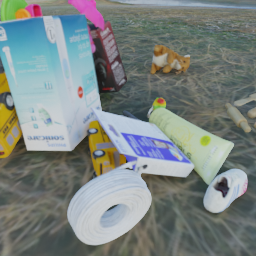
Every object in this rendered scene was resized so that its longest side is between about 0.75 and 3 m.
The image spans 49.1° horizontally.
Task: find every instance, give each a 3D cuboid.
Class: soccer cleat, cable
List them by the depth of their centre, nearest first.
[{"bbox_3d":[-0.255,1.230,4.299,1.299,1.299,0.450,-20,42,-20],"label":"cable"},{"bbox_3d":[1.929,1.063,5.310,0.501,0.619,1.434,24,37,34],"label":"soccer cleat"}]

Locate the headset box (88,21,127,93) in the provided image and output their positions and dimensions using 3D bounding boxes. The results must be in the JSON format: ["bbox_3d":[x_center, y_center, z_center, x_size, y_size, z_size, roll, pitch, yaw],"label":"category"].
[{"bbox_3d":[-1.265,-2.398,9.442,1.777,2.388,0.922,1,37,27],"label":"headset box"}]

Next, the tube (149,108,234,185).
[{"bbox_3d":[1.365,0.228,6.676,0.666,0.744,2.565,-22,32,-16],"label":"tube"}]

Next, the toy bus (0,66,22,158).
[{"bbox_3d":[-2.920,-0.624,6.894,0.921,1.108,2.831,-7,38,12],"label":"toy bus"}]

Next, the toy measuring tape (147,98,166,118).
[{"bbox_3d":[0.933,-0.624,8.740,0.390,0.390,1.059,12,42,20],"label":"toy measuring tape"}]

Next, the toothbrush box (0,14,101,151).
[{"bbox_3d":[-1.722,-1.153,6.800,1.227,2.876,2.106,0,22,17],"label":"toothbrush box"}]

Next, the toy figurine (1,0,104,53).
[{"bbox_3d":[-1.844,-2.648,7.965,2.395,2.602,1.954,-7,20,12],"label":"toy figurine"}]

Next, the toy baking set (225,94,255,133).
[{"bbox_3d":[3.658,-0.379,7.805,1.778,0.270,2.316,-1,30,-7],"label":"toy baking set"}]

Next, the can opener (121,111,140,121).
[{"bbox_3d":[0.138,-0.157,7.699,1.106,0.295,0.370,38,12,38],"label":"can opener"}]

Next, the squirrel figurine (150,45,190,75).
[{"bbox_3d":[1.921,-3.087,12.507,1.613,1.223,1.729,9,32,3],"label":"squirrel figurine"}]

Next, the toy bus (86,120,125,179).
[{"bbox_3d":[-0.538,0.471,6.444,0.731,0.608,1.868,-6,28,-13],"label":"toy bus"}]

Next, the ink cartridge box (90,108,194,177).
[{"bbox_3d":[0.192,0.302,6.022,1.857,0.403,1.840,14,22,-32],"label":"ink cartridge box"}]
